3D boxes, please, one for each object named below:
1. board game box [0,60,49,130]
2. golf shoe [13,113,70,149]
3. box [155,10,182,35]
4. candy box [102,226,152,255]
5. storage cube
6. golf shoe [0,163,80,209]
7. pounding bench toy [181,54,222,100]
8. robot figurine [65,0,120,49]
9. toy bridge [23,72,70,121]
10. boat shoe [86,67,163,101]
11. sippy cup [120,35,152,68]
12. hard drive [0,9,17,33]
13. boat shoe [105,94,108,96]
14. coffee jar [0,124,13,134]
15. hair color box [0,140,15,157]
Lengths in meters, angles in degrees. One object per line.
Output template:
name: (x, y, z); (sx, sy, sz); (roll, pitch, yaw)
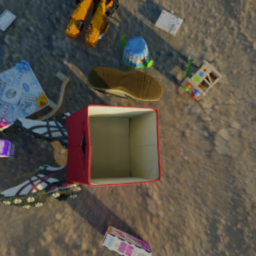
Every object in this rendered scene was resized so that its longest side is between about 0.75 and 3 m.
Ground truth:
board game box: (-4.417, -1.278, 10.542); (2.194, 0.284, 2.194); (-30, 72, -9)
golf shoe: (-2.724, -0.031, 10.387); (2.781, 1.081, 1.314); (19, 80, -10)
box: (1.635, -4.225, 11.252); (0.885, 0.182, 0.690); (28, 84, 2)
candy box: (-0.049, 4.101, 9.834); (1.656, 1.130, 0.505); (23, 83, 2)
storage cube: (-0.584, 0.631, 9.216); (2.700, 2.427, 2.308); (1, 83, -28)
golf shoe: (-3.226, 2.124, 10.242); (2.973, 1.148, 1.310); (-11, 60, 0)
pounding bench toy: (2.526, -1.932, 10.630); (1.134, 0.904, 1.454); (-45, 85, -4)
robot figurine: (-1.396, -4.512, 11.011); (1.814, 0.728, 2.502); (25, 85, 3)
toy bridge: (-3.060, -0.995, 10.800); (0.862, 0.349, 2.565); (38, 85, 4)
boat shoe: (-0.133, -1.648, 10.580); (2.915, 0.945, 1.067); (13, 86, -15)
sippy cup: (0.303, -2.937, 10.692); (1.366, 1.001, 1.072); (9, 83, 2)
hard drive: (-4.933, -4.312, 11.280); (0.557, 0.151, 0.797); (39, 86, 4)
boat shoe: (-0.974, -1.598, 10.943); (0.817, 0.294, 0.254); (46, 50, 5)
coffee jar: (-4.982, -0.198, 10.621); (1.223, 0.522, 0.638); (14, 78, 2)
hair color box: (-4.861, 0.698, 9.816); (1.048, 1.918, 0.621); (2, 84, 0)
